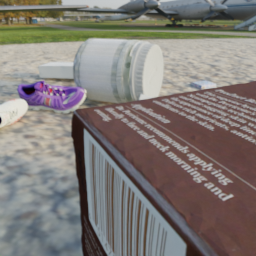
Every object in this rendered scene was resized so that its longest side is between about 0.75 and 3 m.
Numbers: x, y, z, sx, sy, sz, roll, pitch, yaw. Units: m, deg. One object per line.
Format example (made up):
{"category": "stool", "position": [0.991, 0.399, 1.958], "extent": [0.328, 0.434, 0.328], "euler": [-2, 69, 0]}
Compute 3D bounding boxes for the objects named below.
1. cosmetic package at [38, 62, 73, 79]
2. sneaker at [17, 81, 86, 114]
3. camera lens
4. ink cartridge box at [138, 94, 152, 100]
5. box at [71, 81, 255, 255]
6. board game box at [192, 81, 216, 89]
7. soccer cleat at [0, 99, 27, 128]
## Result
{"category": "cosmetic package", "position": [-3.023, -2.851, 13.924], "extent": [2.640, 0.668, 1.090], "euler": [5, 21, 19]}
{"category": "sneaker", "position": [-2.650, -1.115, 9.517], "extent": [2.440, 1.018, 0.984], "euler": [-1, 57, 10]}
{"category": "camera lens", "position": [-0.388, -2.067, 10.341], "extent": [2.879, 2.303, 2.303], "euler": [10, 25, 24]}
{"category": "ink cartridge box", "position": [0.659, -0.603, 8.500], "extent": [0.807, 0.463, 1.111], "euler": [16, -6, 0]}
{"category": "box", "position": [1.193, 1.035, 3.001], "extent": [2.928, 2.405, 2.429], "euler": [-11, 26, -24]}
{"category": "board game box", "position": [3.476, -1.981, 12.872], "extent": [0.787, 0.162, 0.785], "euler": [-9, 24, -20]}
{"category": "soccer cleat", "position": [-3.719, -0.330, 8.238], "extent": [0.875, 0.705, 2.053], "euler": [-6, 20, 39]}
